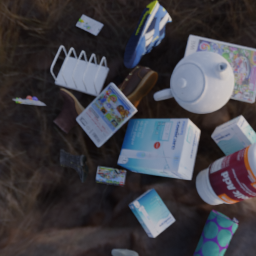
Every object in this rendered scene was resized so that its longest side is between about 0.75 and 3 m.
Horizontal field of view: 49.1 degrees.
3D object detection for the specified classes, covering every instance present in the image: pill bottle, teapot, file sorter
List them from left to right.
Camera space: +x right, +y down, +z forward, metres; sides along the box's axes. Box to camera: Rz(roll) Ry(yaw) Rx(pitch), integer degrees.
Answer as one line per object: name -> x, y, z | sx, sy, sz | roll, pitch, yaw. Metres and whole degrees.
file sorter -> -1.812, -2.165, 10.489 | 1.787, 1.113, 1.240 | 17, 74, 7
teapot -> 2.233, -1.505, 9.506 | 1.700, 2.328, 2.297 | -10, 39, -41
pill bottle -> 3.399, 1.533, 8.746 | 1.444, 2.529, 1.444 | 14, 58, -24

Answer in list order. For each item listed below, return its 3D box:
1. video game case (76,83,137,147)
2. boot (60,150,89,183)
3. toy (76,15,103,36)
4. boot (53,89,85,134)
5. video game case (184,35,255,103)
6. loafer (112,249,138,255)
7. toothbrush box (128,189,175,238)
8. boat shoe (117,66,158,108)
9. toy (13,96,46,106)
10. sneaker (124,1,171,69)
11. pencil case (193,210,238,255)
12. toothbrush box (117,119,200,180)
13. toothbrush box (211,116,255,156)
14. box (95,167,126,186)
video game case -> -0.782, -0.437, 9.640 | 1.852, 0.167, 1.326 | -44, 75, 13
boot -> -1.952, 1.342, 9.944 | 1.008, 0.401, 1.158 | 6, 110, 19
toy -> -1.581, -4.190, 11.545 | 0.988, 0.233, 0.569 | 29, 80, 6
boot -> -2.326, -0.631, 10.299 | 1.388, 0.502, 1.155 | 47, 73, -6
video game case -> 3.604, -2.303, 10.920 | 2.946, 0.265, 2.109 | 14, 83, 4
loafer -> -0.108, 4.203, 9.329 | 0.879, 0.307, 0.307 | 12, 99, 5
toothbrush box -> 0.778, 2.825, 9.317 | 0.929, 0.541, 1.270 | -32, 80, -21
boat shoe -> -0.053, -1.202, 10.442 | 0.961, 0.962, 2.733 | 32, 71, 28
toy -> -3.675, -1.035, 10.450 | 1.056, 0.608, 0.249 | 1, 80, 9
sneaker -> 0.771, -3.461, 10.903 | 1.123, 1.010, 2.731 | 26, 95, -30
pencil case -> 2.791, 3.853, 9.088 | 1.004, 0.925, 2.173 | 29, 78, -4
toothbrush box -> 1.001, 0.657, 9.267 | 2.329, 0.993, 1.705 | 3, 69, 38
toothbrush box -> 3.791, 0.502, 9.606 | 1.493, 1.093, 0.637 | 49, 47, -5
box -> -0.617, 1.735, 10.031 | 1.014, 0.176, 0.558 | 8, 76, 2
